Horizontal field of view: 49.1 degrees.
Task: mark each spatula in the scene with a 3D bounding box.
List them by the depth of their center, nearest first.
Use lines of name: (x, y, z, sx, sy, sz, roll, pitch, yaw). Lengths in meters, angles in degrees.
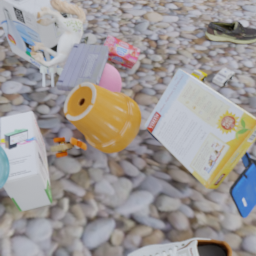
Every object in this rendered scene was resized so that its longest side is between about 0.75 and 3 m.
spatula: (-2.553, -1.732, 9.515, 0.832, 0.096, 1.196, 5, 42, -23)

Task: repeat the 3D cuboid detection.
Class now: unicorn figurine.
unicorn figurine: (-2.112, -2.619, 9.260, 2.007, 2.922, 1.079, 10, 33, -21)

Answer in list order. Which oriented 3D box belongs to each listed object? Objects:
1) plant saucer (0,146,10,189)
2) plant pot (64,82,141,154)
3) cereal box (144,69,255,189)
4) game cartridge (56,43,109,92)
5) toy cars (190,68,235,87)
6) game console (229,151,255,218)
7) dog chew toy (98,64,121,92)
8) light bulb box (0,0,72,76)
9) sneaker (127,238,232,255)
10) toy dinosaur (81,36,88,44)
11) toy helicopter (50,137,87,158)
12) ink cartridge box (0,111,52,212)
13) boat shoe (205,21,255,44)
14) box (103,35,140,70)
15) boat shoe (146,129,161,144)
plant saucer: (-3.000, 0.743, 5.667, 0.174, 1.272, 1.272, -24, 43, 25)
plant pot: (-0.764, -0.357, 7.335, 1.691, 1.548, 1.691, -16, 60, 30)
cereal box: (1.516, -0.056, 6.209, 0.461, 1.679, 2.334, 12, 27, -43)
game cartridge: (-1.311, -1.802, 8.406, 1.173, 0.347, 1.810, 10, 58, 6)
toy cars: (3.179, -2.016, 10.808, 2.112, 0.468, 0.947, -5, 50, -4)
game console: (2.483, 1.088, 6.251, 1.227, 1.437, 0.850, -47, 42, -11)
dog chew toy: (-0.954, -0.893, 9.074, 1.440, 1.440, 2.313, 2, 79, 2)
light bulb box: (-3.561, -3.960, 11.030, 2.650, 2.673, 1.668, 32, 58, 25)
sneaker: (0.980, 2.874, 6.137, 2.636, 1.116, 0.960, -10, 51, -7)
toy dinosaur: (-1.979, -3.974, 12.720, 0.338, 0.182, 0.768, 3, 52, -6)
toy helicopter: (-1.293, 0.403, 5.862, 0.718, 1.086, 0.428, -8, 90, 3)
ink cartridge box: (-2.752, 0.869, 7.564, 0.904, 1.559, 2.153, -13, 50, -11)
boat shoe: (4.790, -4.356, 12.615, 2.496, 0.809, 0.914, 0, 49, 0)
box: (-0.305, -2.790, 10.404, 1.325, 0.661, 0.633, 22, 75, -13)
boat shoe: (1.467, 0.303, 8.258, 1.972, 0.713, 0.714, 33, 79, 8)
